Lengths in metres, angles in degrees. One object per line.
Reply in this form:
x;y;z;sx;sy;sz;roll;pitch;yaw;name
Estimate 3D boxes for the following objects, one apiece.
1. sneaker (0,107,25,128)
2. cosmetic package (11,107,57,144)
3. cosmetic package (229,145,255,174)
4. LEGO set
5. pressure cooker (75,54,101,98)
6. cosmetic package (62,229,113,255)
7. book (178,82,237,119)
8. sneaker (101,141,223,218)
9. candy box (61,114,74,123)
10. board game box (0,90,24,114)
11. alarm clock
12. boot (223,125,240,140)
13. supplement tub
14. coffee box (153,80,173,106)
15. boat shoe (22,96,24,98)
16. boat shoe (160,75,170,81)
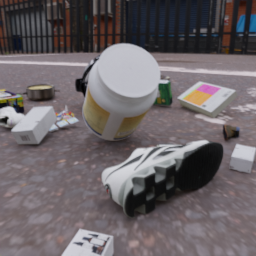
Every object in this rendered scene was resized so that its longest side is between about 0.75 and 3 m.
-4.219;-0.376;9.688;1.582;0.592;0.788;15;13;39;sneaker
-2.797;-0.094;8.482;0.745;0.535;1.319;-3;35;16;cosmetic package
2.825;0.747;6.891;0.492;0.354;0.873;11;21;24;cosmetic package
-2.482;-0.350;9.888;1.055;0.347;1.412;-23;27;-22;LEGO set
-0.865;-1.867;11.838;2.199;2.233;2.500;-42;18;8;pressure cooker
-0.662;1.879;3.571;0.551;0.338;1.335;4;19;15;cosmetic package
3.221;-1.240;11.557;1.376;0.495;2.060;-41;32;-9;book
0.764;0.738;5.807;2.863;1.061;1.267;-12;24;-33;sneaker
-2.272;-0.360;10.544;0.466;0.120;0.912;-8;20;-14;candy box
-5.842;-0.888;11.158;2.610;0.740;2.158;-15;22;-38;board game box
-4.484;-1.717;13.713;2.004;0.667;1.351;-8;21;-28;alarm clock
3.235;0.122;8.677;0.528;0.407;1.089;2;17;14;boot
-0.251;-0.883;7.752;1.828;1.828;2.532;-6;-22;-18;supplement tub
1.068;-1.612;12.516;1.786;1.098;0.393;8;35;31;coffee box
-5.626;-1.577;13.931;0.817;0.256;0.297;0;19;0;boat shoe
1.665;-2.388;14.820;0.864;0.878;2.356;22;8;5;boat shoe
